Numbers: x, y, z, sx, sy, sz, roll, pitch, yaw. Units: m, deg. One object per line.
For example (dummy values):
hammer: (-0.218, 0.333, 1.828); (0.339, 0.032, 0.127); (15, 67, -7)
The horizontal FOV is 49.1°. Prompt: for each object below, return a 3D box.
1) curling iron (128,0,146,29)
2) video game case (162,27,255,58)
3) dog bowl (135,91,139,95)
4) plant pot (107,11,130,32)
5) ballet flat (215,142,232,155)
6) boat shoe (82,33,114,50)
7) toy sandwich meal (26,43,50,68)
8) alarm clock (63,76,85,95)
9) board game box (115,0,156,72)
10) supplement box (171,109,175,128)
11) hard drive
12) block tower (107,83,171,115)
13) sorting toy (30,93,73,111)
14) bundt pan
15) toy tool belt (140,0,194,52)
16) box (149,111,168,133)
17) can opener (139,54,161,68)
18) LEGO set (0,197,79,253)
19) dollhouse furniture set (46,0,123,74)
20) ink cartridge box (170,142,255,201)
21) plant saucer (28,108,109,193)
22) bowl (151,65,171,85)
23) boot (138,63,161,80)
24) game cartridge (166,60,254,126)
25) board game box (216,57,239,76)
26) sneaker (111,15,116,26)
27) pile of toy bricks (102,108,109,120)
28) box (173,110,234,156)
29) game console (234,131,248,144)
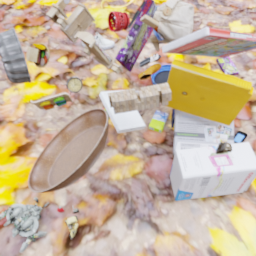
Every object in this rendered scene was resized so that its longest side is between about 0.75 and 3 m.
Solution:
curling iron: (0.292, -3.719, 8.822); (0.300, 1.210, 0.155); (33, 24, 15)
video game case: (2.507, -2.350, 7.966); (2.529, 1.808, 0.221); (-5, 92, -29)
dog bowl: (-0.113, -0.926, 9.028); (1.299, 1.299, 0.381); (-2, 87, -1)
plant pot: (-0.342, -4.128, 10.859); (0.690, 0.758, 0.758); (-13, 53, -25)
ballet flat: (1.935, 0.418, 5.647); (0.197, 0.849, 0.286); (22, 85, 9)
boat shoe: (-1.499, -4.341, 13.849); (1.634, 0.697, 0.604); (6, 53, 5)
toy sandwich meal: (-3.065, -2.479, 9.550); (0.931, 0.931, 0.319); (34, 23, 23)
alarm clock: (-1.819, -1.565, 9.822); (0.819, 0.552, 0.273); (-32, 33, -5)
board game box: (0.389, -3.390, 10.506); (0.390, 1.451, 2.417); (29, 94, 10)
supplement box: (2.309, -0.398, 10.866); (1.207, 0.661, 0.657); (5, 53, 3)
hard drive: (-0.165, -0.482, 7.782); (0.870, 0.173, 1.319); (-10, 60, -33)
block tower: (0.261, -0.664, 6.412); (1.404, 0.379, 0.406); (-9, 44, -2)
sorting toy: (-2.423, -0.811, 9.046); (1.187, 1.099, 0.217); (-13, 84, -5)
bundt pan: (-3.504, -2.098, 8.446); (0.630, 1.679, 1.679); (-19, 55, -20)
toy tool belt: (1.251, -3.362, 9.336); (1.586, 2.581, 1.611); (3, 98, 5)
box: (1.203, -0.253, 11.040); (0.538, 0.210, 0.883); (18, 55, 13)
can opener: (0.716, -2.212, 9.292); (0.820, 0.273, 0.216); (-15, 58, 40)
LEGO set: (-2.765, 2.724, 8.460); (2.505, 0.710, 1.627); (-12, 53, -9)
dollhouse furniture set: (-1.151, -3.213, 9.360); (2.414, 2.059, 1.179); (37, 88, 32)
ink cartridge box: (2.632, 1.410, 8.830); (2.352, 1.700, 0.996); (-5, 53, -4)
plant saucer: (-1.200, 0.520, 6.068); (2.262, 0.414, 2.262); (-32, 30, 21)
bowl: (1.814, -2.176, 12.444); (1.599, 0.314, 1.599); (0, 53, 0)
boot: (0.738, -1.792, 9.107); (0.873, 0.307, 0.625); (-26, 21, 5)
game cartridge: (2.338, -1.015, 8.640); (2.386, 2.104, 0.387); (18, 64, 7)
board game box: (4.627, -2.871, 13.079); (0.674, 0.181, 1.123); (-10, 53, -3)
sneaker: (-0.641, -5.822, 15.161); (0.557, 0.403, 1.139); (-28, 59, -22)
pile of toy bricks: (-0.656, -0.395, 7.844); (0.838, 0.414, 0.465); (-5, 44, -6)
box: (2.713, -0.241, 10.093); (2.066, 0.545, 2.650); (3, 77, 3)
game console: (3.929, 0.571, 10.442); (0.826, 0.169, 1.401); (34, 59, 23)
